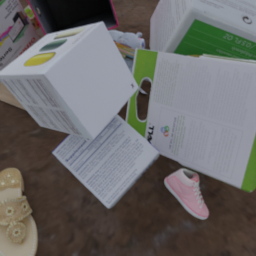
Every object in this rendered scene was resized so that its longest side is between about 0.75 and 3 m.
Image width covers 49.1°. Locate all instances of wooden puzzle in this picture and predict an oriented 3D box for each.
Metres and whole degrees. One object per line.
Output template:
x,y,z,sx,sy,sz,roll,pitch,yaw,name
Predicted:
-3.508,-1.911,9.700,2.245,2.427,0.452,20,7,23,wooden puzzle
-0.251,-1.963,6.981,1.328,0.157,2.240,23,20,7,wooden puzzle

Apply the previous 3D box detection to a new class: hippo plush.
-0.304,-2.375,10.065,2.428,1.952,1.934,27,50,25,hippo plush

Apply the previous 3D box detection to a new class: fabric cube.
-1.613,-3.824,8.057,2.074,2.035,2.067,-19,36,3,fabric cube

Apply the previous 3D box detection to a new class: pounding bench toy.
-2.956,-3.681,9.111,0.467,0.586,0.751,39,78,12,pounding bench toy

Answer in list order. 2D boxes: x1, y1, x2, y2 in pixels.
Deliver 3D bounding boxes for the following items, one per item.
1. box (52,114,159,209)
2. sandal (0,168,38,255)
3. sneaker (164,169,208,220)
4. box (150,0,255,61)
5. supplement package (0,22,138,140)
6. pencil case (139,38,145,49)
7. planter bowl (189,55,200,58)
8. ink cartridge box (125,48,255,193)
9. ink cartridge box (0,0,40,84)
-0.376,0.492,5.036,1.386,0.727,1.275,42,83,11,box
-2.802,1.829,6.538,0.963,0.864,2.626,-16,46,-15,sandal
1.206,1.194,5.168,1.051,0.549,0.396,45,29,3,sneaker
2.145,-2.510,7.334,2.651,2.282,2.665,15,55,-14,box
-0.894,-0.690,4.158,1.489,1.122,1.130,10,52,45,supplement package
-0.127,-3.553,12.172,1.734,0.721,0.786,13,82,12,pencil case
1.495,-0.687,6.454,1.799,0.749,1.799,-2,83,17,planter bowl
1.355,-0.358,5.328,2.761,2.040,1.046,21,22,36,ink cartridge box
-3.728,-2.683,7.435,1.120,2.668,1.932,32,77,10,ink cartridge box
